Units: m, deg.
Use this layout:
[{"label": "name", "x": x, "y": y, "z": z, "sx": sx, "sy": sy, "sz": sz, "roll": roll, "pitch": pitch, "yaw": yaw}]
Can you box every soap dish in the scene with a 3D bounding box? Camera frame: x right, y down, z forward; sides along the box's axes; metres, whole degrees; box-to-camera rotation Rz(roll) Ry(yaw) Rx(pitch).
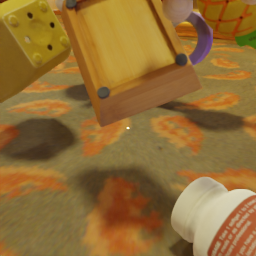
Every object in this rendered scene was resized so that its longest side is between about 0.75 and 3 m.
[{"label": "soap dish", "x": -0.029, "y": -1.319, "z": 4.432, "sx": 1.699, "sy": 2.159, "sz": 0.877, "roll": -21, "pitch": -15, "yaw": 0}]

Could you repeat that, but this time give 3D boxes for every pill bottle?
[{"label": "pill bottle", "x": 1.791, "y": 1.696, "z": 3.733, "sx": 1.363, "sy": 1.363, "sz": 2.430, "roll": -19, "pitch": 34, "yaw": -32}]

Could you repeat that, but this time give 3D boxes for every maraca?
[{"label": "maraca", "x": 2.911, "y": -3.095, "z": 7.413, "sx": 1.420, "sy": 2.654, "sz": 1.820, "roll": -55, "pitch": 17, "yaw": -13}]

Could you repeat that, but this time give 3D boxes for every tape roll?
[{"label": "tape roll", "x": 1.726, "y": -2.781, "z": 8.837, "sx": 1.724, "sy": 1.724, "sz": 0.733, "roll": 14, "pitch": 22, "yaw": 24}]

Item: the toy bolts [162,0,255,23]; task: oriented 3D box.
[{"label": "toy bolts", "x": 1.031, "y": -1.812, "z": 3.248, "sx": 1.360, "sy": 0.943, "sz": 1.299, "roll": 1, "pitch": 19, "yaw": 38}]

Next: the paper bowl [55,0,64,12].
[{"label": "paper bowl", "x": -1.661, "y": -4.243, "z": 9.624, "sx": 2.010, "sy": 1.045, "sz": 2.010, "roll": 32, "pitch": 4, "yaw": -3}]

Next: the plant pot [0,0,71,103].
[{"label": "plant pot", "x": -2.553, "y": -1.978, "z": 6.567, "sx": 2.036, "sy": 1.977, "sz": 1.990, "roll": -2, "pitch": 36, "yaw": 45}]
